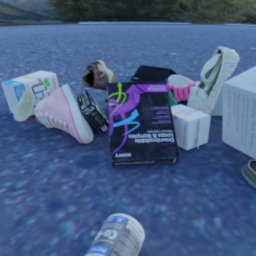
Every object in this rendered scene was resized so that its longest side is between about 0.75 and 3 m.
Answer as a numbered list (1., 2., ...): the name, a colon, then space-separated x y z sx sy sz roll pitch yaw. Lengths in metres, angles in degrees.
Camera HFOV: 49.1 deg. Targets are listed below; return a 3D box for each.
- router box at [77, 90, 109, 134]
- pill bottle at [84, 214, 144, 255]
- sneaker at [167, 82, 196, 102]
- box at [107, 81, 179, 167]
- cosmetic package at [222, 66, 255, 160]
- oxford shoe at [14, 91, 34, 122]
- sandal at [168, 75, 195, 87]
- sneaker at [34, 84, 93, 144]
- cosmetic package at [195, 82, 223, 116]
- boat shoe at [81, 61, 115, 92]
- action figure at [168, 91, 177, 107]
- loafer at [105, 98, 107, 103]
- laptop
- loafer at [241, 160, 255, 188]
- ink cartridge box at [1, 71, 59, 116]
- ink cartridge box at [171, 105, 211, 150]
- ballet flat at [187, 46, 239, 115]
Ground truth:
1. router box: -1.123 -0.535 9.016 0.421 1.017 1.357 -37 30 3
2. pill bottle: -0.271 1.946 4.160 0.711 0.711 1.250 9 27 19
3. sneaker: 2.008 -1.355 11.374 2.161 0.854 1.031 0 -2 8
4. box: 0.335 -0.176 7.503 1.725 0.436 2.413 -3 63 -5
5. cosmetic package: 3.943 -0.335 7.099 1.954 1.966 2.349 -26 34 -21
6. oxford shoe: -3.225 -0.624 8.630 0.482 0.370 1.283 32 36 -30
7. sandal: 2.625 -1.676 12.214 2.110 0.518 0.858 30 52 27
8. sneaker: -2.046 -0.220 8.633 1.401 1.008 2.679 -29 46 -3
9. cosmetic package: 3.488 -1.050 10.025 2.174 1.105 0.805 3 25 10
10. boat shoe: -1.179 -1.766 9.556 0.858 0.860 2.385 -6 28 -20
11. action figure: 1.523 -0.905 10.255 0.707 0.327 1.198 -45 27 8
12. loafer: -0.013 -0.928 10.018 1.913 0.692 0.696 19 0 35
13. laptop: 1.429 -2.659 14.709 1.789 1.043 2.019 15 3 27
14. loafer: 3.563 1.090 5.897 2.224 0.775 0.836 19 31 35
15. ink cartridge box: -3.442 -1.259 10.149 1.603 1.176 1.171 -29 31 -36
16. ink cartridge box: 1.671 -0.018 8.108 0.861 0.884 1.375 -15 28 -31
17. ballet flat: 2.456 -1.344 8.867 0.977 2.724 0.977 28 6 -3
